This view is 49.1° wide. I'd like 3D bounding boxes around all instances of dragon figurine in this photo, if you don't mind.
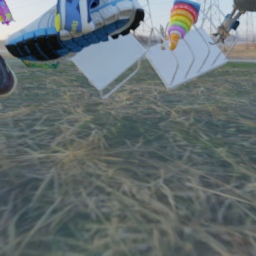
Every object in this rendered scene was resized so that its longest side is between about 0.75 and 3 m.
[{"bbox_3d":[3.084,-3.142,8.667,0.526,0.889,1.788,40,-7,8],"label":"dragon figurine"}]

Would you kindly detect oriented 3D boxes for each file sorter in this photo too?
[{"bbox_3d":[2.496,-3.299,11.131,2.958,2.053,1.842,-26,-17,-13],"label":"file sorter"},{"bbox_3d":[-0.884,-2.165,7.801,1.590,2.291,1.427,-41,-7,-7],"label":"file sorter"}]

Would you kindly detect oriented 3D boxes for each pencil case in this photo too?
[{"bbox_3d":[-4.004,-3.814,8.844,0.483,1.092,0.483,-12,33,8],"label":"pencil case"}]

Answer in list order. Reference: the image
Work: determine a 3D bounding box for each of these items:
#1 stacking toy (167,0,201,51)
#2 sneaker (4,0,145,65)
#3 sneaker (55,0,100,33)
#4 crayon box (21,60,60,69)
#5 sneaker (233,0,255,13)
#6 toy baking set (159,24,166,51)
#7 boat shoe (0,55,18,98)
[{"bbox_3d":[1.739,-3.423,9.665,0.998,1.819,1.056,19,-16,11],"label":"stacking toy"},{"bbox_3d":[-1.184,-2.274,5.800,2.892,1.253,1.084,-18,-13,3],"label":"sneaker"},{"bbox_3d":[-0.849,-2.518,4.969,0.735,1.788,0.661,7,-2,-15],"label":"sneaker"},{"bbox_3d":[-3.536,-3.095,11.808,1.861,0.542,1.105,10,61,33],"label":"crayon box"},{"bbox_3d":[3.653,-3.488,6.975,1.940,0.725,1.030,-3,39,25],"label":"sneaker"},{"bbox_3d":[1.270,-3.390,10.563,0.143,0.942,1.227,-10,26,0],"label":"toy baking set"},{"bbox_3d":[-3.069,-1.667,5.243,0.903,2.511,0.814,-41,11,-19],"label":"boat shoe"}]
